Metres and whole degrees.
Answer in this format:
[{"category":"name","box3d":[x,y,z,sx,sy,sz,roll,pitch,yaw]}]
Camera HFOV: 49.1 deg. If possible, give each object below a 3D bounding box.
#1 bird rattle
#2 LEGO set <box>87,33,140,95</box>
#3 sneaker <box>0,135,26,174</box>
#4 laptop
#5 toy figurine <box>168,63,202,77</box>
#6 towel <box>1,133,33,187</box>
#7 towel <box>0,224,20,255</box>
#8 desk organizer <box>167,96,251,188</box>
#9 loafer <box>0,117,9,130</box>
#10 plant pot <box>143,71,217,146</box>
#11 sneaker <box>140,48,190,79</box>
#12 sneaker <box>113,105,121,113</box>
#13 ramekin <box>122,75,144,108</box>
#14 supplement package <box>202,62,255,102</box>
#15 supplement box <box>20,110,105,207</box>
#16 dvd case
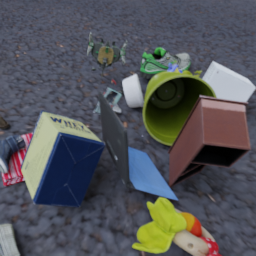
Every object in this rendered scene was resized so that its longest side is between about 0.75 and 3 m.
[{"category":"bird rattle","box3d":[1.316,2.218,5.866,2.231,1.257,1.819,23,7,3]},{"category":"LEGO set","box3d":[-0.671,-2.531,10.910,1.678,2.584,0.732,-21,18,-2]},{"category":"sneaker","box3d":[-3.384,0.702,8.109,0.963,0.507,1.333,-19,43,-27]},{"category":"laptop","box3d":[0.227,0.435,7.008,1.349,2.328,2.179,-12,32,-15]},{"category":"toy figurine","box3d":[2.010,-2.125,10.892,0.993,1.128,1.883,-16,28,45]},{"category":"towel","box3d":[-2.573,0.650,8.609,2.630,0.296,1.902,-17,42,-18]},{"category":"towel","box3d":[-2.942,2.459,5.959,1.066,0.191,1.107,1,21,-33]},{"category":"desk organizer","box3d":[1.765,0.558,6.742,1.029,2.870,1.105,8,60,-3]},{"category":"loafer","box3d":[-4.386,-0.217,9.584,0.856,0.305,0.312,26,46,31]},{"category":"plant pot","box3d":[1.458,-0.904,9.146,2.236,2.236,2.153,-3,26,-3]},{"category":"sneaker","box3d":[1.682,-2.843,11.902,2.624,1.118,1.024,-19,35,-32]},{"category":"sneaker","box3d":[-0.594,-0.896,10.199,1.064,0.436,0.398,39,10,35]},{"category":"ramekin","box3d":[0.189,-1.295,10.239,0.575,1.234,1.234,-14,40,7]},{"category":"supplement package","box3d":[3.367,-1.419,9.786,1.440,1.108,1.506,27,24,1]},{"category":"supplement box","box3d":[-1.686,0.724,6.906,1.153,1.717,1.715,17,11,-35]},{"category":"dvd case","box3d":[-0.686,-0.827,9.387,0.104,0.944,0.689,42,13,37]}]
